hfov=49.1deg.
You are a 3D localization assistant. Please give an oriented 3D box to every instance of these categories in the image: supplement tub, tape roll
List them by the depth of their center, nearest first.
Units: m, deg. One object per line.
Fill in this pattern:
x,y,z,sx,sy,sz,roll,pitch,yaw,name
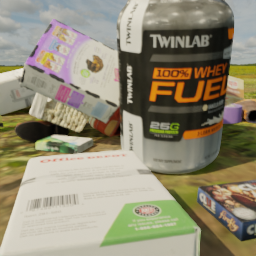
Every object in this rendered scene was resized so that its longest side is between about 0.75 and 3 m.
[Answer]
0.710,-0.884,4.546,1.766,2.882,1.766,-2,24,1,supplement tub
2.976,-0.481,8.886,1.162,0.494,1.162,1,13,0,tape roll

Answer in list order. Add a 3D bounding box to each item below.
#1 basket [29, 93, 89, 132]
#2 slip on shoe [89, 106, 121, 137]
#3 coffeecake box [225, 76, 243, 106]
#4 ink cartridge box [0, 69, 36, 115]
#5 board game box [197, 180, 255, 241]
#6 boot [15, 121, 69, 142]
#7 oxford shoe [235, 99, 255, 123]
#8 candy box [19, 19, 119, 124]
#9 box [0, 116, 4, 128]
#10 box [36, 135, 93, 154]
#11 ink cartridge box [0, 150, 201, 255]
-1.321,-1.020,7.038,1.285,1.412,2.082,27,30,-8,basket
-0.019,-0.222,7.258,0.757,0.916,2.473,40,23,19,slip on shoe
1.910,-0.844,6.961,1.115,0.531,1.452,10,-14,-20,coffeecake box
-4.030,-1.573,10.730,2.821,1.168,2.067,-23,26,-28,ink cartridge box
1.575,0.877,3.251,1.257,0.217,0.851,-3,12,-16,board game box
-2.373,-0.053,6.898,1.413,0.484,1.330,12,17,43,boot
3.837,-0.514,8.752,0.667,0.652,1.830,-9,15,-18,oxford shoe
-0.961,-1.138,5.588,1.797,0.643,1.508,24,49,-14,candy box
-3.855,-0.903,7.131,0.505,2.014,0.758,-10,5,36,box
-1.321,0.335,5.863,0.970,0.176,0.700,3,12,18,box
-0.316,0.792,2.482,1.222,0.706,1.673,-3,13,-13,ink cartridge box
